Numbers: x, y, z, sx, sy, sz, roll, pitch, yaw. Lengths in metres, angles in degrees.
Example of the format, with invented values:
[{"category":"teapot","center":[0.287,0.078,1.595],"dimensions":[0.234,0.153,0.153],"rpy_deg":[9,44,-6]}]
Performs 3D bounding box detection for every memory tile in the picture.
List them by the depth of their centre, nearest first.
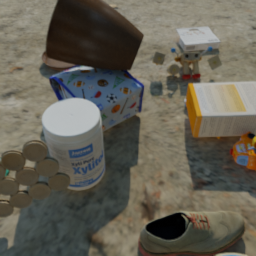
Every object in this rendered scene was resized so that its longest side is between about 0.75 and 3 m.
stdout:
[{"category":"memory tile","center":[-2.665,1.266,6.750],"dimensions":[2.198,1.685,0.185],"rpy_deg":[-25,34,4]}]

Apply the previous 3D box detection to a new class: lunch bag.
[{"category":"lunch bag","center":[-1.185,-1.306,10.103],"dimensions":[2.374,1.729,2.792],"rpy_deg":[-30,60,-26]}]

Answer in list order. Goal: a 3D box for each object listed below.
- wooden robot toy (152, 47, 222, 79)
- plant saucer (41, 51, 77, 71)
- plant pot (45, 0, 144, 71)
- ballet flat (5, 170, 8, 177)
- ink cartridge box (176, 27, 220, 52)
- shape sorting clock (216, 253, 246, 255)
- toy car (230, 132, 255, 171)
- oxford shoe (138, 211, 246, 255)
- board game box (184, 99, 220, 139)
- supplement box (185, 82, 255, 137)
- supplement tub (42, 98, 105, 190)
[{"category":"wooden robot toy","center":[2.476,-2.814,12.325],"dimensions":[2.953,1.301,1.340],"rpy_deg":[-2,10,-2]},{"category":"plant saucer","center":[-2.936,-3.237,12.973],"dimensions":[2.076,0.357,2.076],"rpy_deg":[1,45,-1]},{"category":"plant pot","center":[-0.929,-2.962,9.191],"dimensions":[2.665,2.491,2.491],"rpy_deg":[21,46,-6]},{"category":"ballet flat","center":[-3.860,1.305,8.304],"dimensions":[0.502,0.525,1.492],"rpy_deg":[-5,44,0]},{"category":"ink cartridge box","center":[3.479,-4.528,14.212],"dimensions":[1.824,0.408,1.607],"rpy_deg":[-7,46,-7]},{"category":"shape sorting clock","center":[2.476,3.873,5.740],"dimensions":[2.590,0.508,2.590],"rpy_deg":[0,46,0]},{"category":"toy car","center":[3.484,0.398,8.094],"dimensions":[0.836,2.511,1.232],"rpy_deg":[-8,62,9]},{"category":"oxford shoe","center":[1.635,2.479,6.762],"dimensions":[2.782,1.040,0.980],"rpy_deg":[-11,46,-10]},{"category":"board game box","center":[3.503,-0.659,10.449],"dimensions":[2.095,0.271,2.095],"rpy_deg":[-20,48,-19]},{"category":"supplement box","center":[3.494,-0.648,9.496],"dimensions":[2.786,1.024,1.756],"rpy_deg":[-1,45,2]},{"category":"supplement tub","center":[-1.440,0.518,7.819],"dimensions":[1.527,2.314,1.527],"rpy_deg":[0,45,0]}]
